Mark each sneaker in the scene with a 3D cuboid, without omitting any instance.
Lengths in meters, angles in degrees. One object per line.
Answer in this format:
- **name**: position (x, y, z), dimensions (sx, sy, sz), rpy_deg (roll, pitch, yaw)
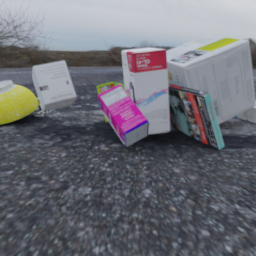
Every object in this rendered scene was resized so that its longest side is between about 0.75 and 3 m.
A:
- **sneaker**: position (-4.312, -1.136, 14.094), dimensions (0.547, 0.892, 1.371), rpy_deg (5, 17, 15)

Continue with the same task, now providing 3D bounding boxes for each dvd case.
- **dvd case**: position (2.168, -0.522, 10.019), dimensions (0.309, 2.052, 2.811), rpy_deg (-30, 24, -15)

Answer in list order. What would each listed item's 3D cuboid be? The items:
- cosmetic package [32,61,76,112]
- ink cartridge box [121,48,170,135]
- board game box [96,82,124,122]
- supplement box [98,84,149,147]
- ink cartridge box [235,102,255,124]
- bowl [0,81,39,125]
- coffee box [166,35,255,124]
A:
- **cosmetic package**: position (-2.642, -1.443, 9.922), dimensions (1.143, 1.386, 1.144), rpy_deg (-18, -4, -21)
- **ink cartridge box**: position (0.603, -1.388, 10.179), dimensions (1.223, 2.856, 2.108), rpy_deg (-7, 17, -11)
- **board game box**: position (-0.539, -1.144, 12.042), dimensions (0.678, 1.447, 2.849), rpy_deg (-14, 5, 9)
- **supplement box**: position (-0.167, -0.413, 9.006), dimensions (0.893, 0.874, 1.728), rpy_deg (-28, 63, -13)
- **ink cartridge box**: position (5.966, -0.683, 12.769), dimensions (1.268, 0.741, 2.186), rpy_deg (-7, 17, -22)
- **bowl**: position (-5.536, -1.328, 12.723), dimensions (2.551, 1.373, 2.551), rpy_deg (-10, 29, 6)
- **coffee box**: position (3.065, -1.942, 11.664), dimensions (2.840, 2.836, 2.809), rpy_deg (-25, 28, -11)
